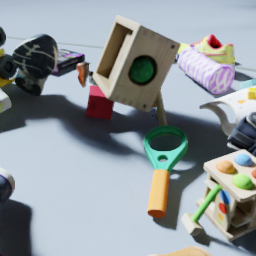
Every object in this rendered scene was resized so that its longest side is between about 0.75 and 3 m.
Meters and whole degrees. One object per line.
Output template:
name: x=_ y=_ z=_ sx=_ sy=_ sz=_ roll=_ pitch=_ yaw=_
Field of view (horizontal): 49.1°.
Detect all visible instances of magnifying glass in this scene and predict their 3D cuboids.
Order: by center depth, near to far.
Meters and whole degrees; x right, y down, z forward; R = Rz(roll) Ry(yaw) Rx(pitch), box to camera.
magnifying glass: x=0.701 y=0.730 z=5.706 sx=0.972 sy=0.273 sz=2.441 roll=-1 pitch=38 yaw=14

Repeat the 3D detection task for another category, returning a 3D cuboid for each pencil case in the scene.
pencil case: x=2.584 y=-2.031 z=9.536 sx=0.986 sy=1.004 sz=2.348 roll=9 pitch=29 yaw=-27

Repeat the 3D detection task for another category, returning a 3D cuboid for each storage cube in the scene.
storage cube: x=-0.757 y=-0.693 z=7.669 sx=0.690 sy=0.656 sz=0.768 roll=8 pitch=30 yaw=-10

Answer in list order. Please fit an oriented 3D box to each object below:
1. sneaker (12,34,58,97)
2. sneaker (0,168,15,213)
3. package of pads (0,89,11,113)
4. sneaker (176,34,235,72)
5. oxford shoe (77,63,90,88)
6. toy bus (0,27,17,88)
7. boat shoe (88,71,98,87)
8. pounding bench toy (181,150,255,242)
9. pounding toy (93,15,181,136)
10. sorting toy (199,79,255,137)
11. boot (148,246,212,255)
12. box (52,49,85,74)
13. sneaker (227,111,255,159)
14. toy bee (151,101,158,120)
sneaker: x=-2.557 y=-1.982 z=7.886 sx=1.076 sy=2.773 sz=1.197 roll=26 pitch=65 yaw=-20
sneaker: x=-3.171 y=1.118 z=4.413 sx=2.301 sy=0.927 sz=1.685 roll=8 pitch=16 yaw=1
package of pads: x=-3.957 y=-0.652 z=7.542 sx=1.289 sy=0.439 sz=0.996 roll=-37 pitch=61 yaw=-27
sneaker: x=3.002 y=-3.057 z=10.911 sx=1.101 sy=1.272 sz=2.817 roll=-25 pitch=39 yaw=-31
oxford shoe: x=-1.023 y=-1.234 z=6.635 sx=0.281 sy=0.772 sz=0.275 roll=-27 pitch=68 yaw=-21
toy bus: x=-4.831 y=-2.035 z=8.485 sx=1.574 sy=2.320 sz=2.227 roll=12 pitch=42 yaw=21
boat shoe: x=-1.235 y=-1.684 z=9.686 sx=0.322 sy=0.266 sz=0.940 roll=-8 pitch=33 yaw=-12
pounding bench toy: x=1.572 y=1.105 z=4.540 sx=1.403 sy=1.095 sz=0.872 roll=-15 pitch=36 yaw=-21
pounding toy: x=0.325 y=-1.383 z=7.171 sx=1.653 sy=2.140 sz=2.325 roll=15 pitch=21 yaw=-27
sorting toy: x=3.051 y=-0.435 z=6.809 sx=2.255 sy=1.338 sz=2.505 roll=-12 pitch=32 yaw=-8
boot: x=0.368 y=1.769 z=3.426 sx=0.942 sy=0.465 sz=1.214 roll=4 pitch=-16 yaw=-42
box: x=-2.838 y=-2.717 z=11.254 sx=1.333 sy=0.337 sz=1.865 roll=21 pitch=40 yaw=29
sneaker: x=2.598 y=0.695 z=4.869 sx=1.832 sy=0.964 sz=2.536 roll=31 pitch=35 yaw=8
toy bee: x=0.690 y=-0.732 z=7.799 sx=0.945 sy=0.514 sz=0.619 roll=46 pitch=14 yaw=12
